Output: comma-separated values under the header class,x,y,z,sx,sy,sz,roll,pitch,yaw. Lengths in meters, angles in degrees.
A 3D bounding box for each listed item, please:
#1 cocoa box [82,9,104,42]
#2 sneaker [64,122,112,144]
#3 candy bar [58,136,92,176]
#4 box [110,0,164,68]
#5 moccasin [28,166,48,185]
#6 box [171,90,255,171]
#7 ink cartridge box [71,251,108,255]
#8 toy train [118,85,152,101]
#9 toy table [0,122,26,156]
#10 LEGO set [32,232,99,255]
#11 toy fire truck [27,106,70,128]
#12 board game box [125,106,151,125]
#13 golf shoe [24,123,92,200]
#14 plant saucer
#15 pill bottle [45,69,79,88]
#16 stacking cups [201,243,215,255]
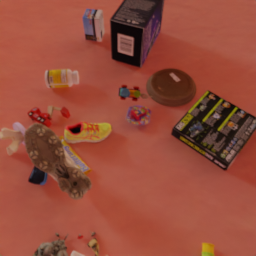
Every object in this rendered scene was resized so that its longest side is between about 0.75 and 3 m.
class,x,y,z,sx,sy,sz,roll,pitch,yaw
cocoa box,-1.672,-4.981,13.611,0.825,1.257,0.838,8,55,6
sneaker,-1.500,0.098,10.400,1.823,0.823,0.713,-12,56,-9
candy bar,-2.038,1.042,10.123,0.501,0.223,2.009,-36,62,-22
box,0.450,-4.663,12.815,1.559,2.211,2.988,19,59,12
moccasin,-3.094,1.003,9.781,0.665,0.784,1.949,4,54,-10
box,3.329,-0.007,10.629,2.417,0.595,2.503,33,63,23
ink cartridge box,-1.224,4.189,7.169,1.247,1.280,1.992,25,57,-1
toy train,0.358,-1.348,11.129,1.421,0.822,0.601,6,97,-8
toy table,-4.091,0.382,10.112,0.747,1.173,1.276,-29,37,-36
LEGO set,-1.865,3.566,8.173,2.022,0.573,1.313,-28,60,-17
toy fire truck,-3.126,-0.549,11.043,1.449,0.353,1.022,26,61,23
board game box,0.428,-0.589,11.094,0.929,0.229,1.176,10,45,6
golf shoe,-2.303,1.079,8.939,1.069,1.327,2.730,-36,97,-12
plant saucer,1.861,-1.822,12.033,2.168,0.319,2.168,0,55,0
pill bottle,-2.804,-2.110,11.959,1.331,0.748,0.748,-4,56,-3
stacking cups,2.280,4.013,8.040,0.383,0.383,1.265,8,60,6
